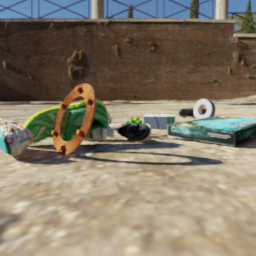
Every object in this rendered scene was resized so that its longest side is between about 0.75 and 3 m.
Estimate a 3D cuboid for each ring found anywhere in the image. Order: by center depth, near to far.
[{"bbox_3d":[-1.193,-0.204,5.851,0.151,1.576,1.576,22,-8,-37],"label":"ring"}]

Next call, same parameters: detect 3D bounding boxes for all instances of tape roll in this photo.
[{"bbox_3d":[3.470,-0.802,12.761,0.325,0.983,0.983,4,3,-39],"label":"tape roll"}]

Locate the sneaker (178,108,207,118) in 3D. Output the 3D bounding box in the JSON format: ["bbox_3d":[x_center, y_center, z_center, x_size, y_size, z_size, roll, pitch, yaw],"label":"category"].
[{"bbox_3d":[3.450,-0.834,14.533,1.652,0.623,0.655,6,13,36],"label":"sneaker"}]

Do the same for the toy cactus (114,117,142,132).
[{"bbox_3d":[0.021,-0.028,8.514,0.879,0.545,1.065,-13,1,4],"label":"toy cactus"}]

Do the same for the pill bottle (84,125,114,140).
[{"bbox_3d":[-0.827,0.088,7.650,0.872,0.486,0.486,0,7,3],"label":"pill bottle"}]

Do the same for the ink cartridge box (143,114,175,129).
[{"bbox_3d":[1.155,-0.237,10.368,1.148,0.482,0.831,1,7,12],"label":"ink cartridge box"}]

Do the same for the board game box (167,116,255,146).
[{"bbox_3d":[2.771,0.005,8.205,1.967,0.409,2.908,7,11,42],"label":"board game box"}]

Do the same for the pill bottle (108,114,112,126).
[{"bbox_3d":[-1.123,-0.250,10.127,0.572,0.572,1.021,6,9,41],"label":"pill bottle"}]

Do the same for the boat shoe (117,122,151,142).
[{"bbox_3d":[0.114,0.079,7.423,0.429,0.484,1.295,14,-4,-29],"label":"boat shoe"}]

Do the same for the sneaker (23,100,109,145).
[{"bbox_3d":[-1.512,-0.033,6.811,2.231,0.932,0.826,-19,-28,-12],"label":"sneaker"}]

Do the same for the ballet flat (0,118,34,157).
[{"bbox_3d":[-2.560,0.147,6.028,0.628,0.743,1.965,-23,27,-33],"label":"ballet flat"}]
